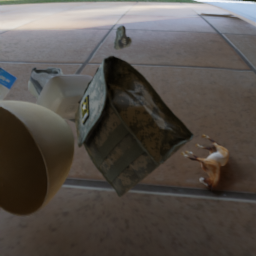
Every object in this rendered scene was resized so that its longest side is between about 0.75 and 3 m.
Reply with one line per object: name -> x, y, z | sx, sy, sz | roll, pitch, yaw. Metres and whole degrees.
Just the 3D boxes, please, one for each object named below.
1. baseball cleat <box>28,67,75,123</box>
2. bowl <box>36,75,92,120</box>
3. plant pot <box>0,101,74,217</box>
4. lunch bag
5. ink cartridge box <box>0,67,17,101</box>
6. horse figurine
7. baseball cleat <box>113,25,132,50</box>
baseball cleat -> -2.243, -1.146, 9.918 | 2.818, 1.500, 0.983 | 27, 43, -5
bowl -> -1.863, -0.815, 8.653 | 1.702, 1.705, 0.636 | -10, 59, -46
plant pot -> -2.447, 0.525, 7.126 | 2.780, 2.780, 1.866 | 17, 24, 23
lunch bag -> -0.230, -0.051, 7.219 | 1.703, 2.376, 2.897 | -32, 79, -38
ink cartridge box -> -4.755, -1.068, 9.196 | 1.488, 0.859, 2.038 | 18, 75, 49
horse figurine -> 3.038, 1.094, 10.351 | 1.619, 0.610, 2.442 | 34, 41, 27
baseball cleat -> -0.178, -3.838, 11.816 | 0.801, 1.506, 0.525 | -14, 80, -18
